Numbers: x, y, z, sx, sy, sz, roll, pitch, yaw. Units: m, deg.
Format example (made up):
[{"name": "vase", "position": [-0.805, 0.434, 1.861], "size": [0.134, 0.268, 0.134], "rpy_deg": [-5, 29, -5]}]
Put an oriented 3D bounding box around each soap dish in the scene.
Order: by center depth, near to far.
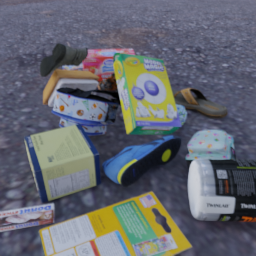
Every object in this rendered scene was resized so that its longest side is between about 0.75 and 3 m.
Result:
[{"name": "soap dish", "position": [-2.234, -1.551, 10.808], "size": [1.899, 1.494, 0.771], "rpy_deg": [-7, 57, -46]}]

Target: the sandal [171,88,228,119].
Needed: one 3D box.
[{"name": "sandal", "position": [2.798, -1.212, 11.899], "size": [2.947, 0.804, 1.204], "rpy_deg": [25, 40, 34]}]

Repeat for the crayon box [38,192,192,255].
[{"name": "crayon box", "position": [-0.309, 2.601, 6.039], "size": [2.797, 0.721, 1.758], "rpy_deg": [-14, 36, -20]}]

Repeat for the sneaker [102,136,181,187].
[{"name": "sneaker", "position": [0.474, 0.783, 8.701], "size": [2.807, 0.925, 1.101], "rpy_deg": [-24, 36, -33]}]

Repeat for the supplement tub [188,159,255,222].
[{"name": "supplement tub", "position": [2.832, 1.539, 6.950], "size": [2.475, 1.516, 1.516], "rpy_deg": [1, 33, 2]}]

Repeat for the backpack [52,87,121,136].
[{"name": "backpack", "position": [-1.606, -0.639, 9.841], "size": [2.216, 1.707, 2.111], "rpy_deg": [11, -1, 23]}]

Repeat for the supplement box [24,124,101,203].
[{"name": "supplement box", "position": [-1.923, 0.955, 8.186], "size": [1.738, 1.168, 1.739], "rpy_deg": [-15, 35, -22]}]

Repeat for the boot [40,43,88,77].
[{"name": "boot", "position": [-2.223, -2.237, 9.728], "size": [1.165, 0.604, 1.784], "rpy_deg": [-2, -18, -45]}]

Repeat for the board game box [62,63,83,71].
[{"name": "board game box", "position": [-3.030, -3.389, 15.855], "size": [1.151, 0.198, 0.779], "rpy_deg": [-19, 37, -27]}]

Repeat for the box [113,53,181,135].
[{"name": "box", "position": [0.564, -1.268, 9.191], "size": [1.752, 0.722, 2.987], "rpy_deg": [0, 64, -29]}]

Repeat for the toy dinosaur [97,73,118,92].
[{"name": "toy dinosaur", "position": [-0.094, -2.455, 13.450], "size": [2.722, 1.390, 1.847], "rpy_deg": [-44, 26, -13]}]

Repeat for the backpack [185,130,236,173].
[{"name": "backpack", "position": [2.518, 0.713, 8.495], "size": [1.386, 1.209, 1.577], "rpy_deg": [-4, 19, 28]}]

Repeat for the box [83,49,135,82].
[{"name": "box", "position": [-0.997, -3.287, 14.637], "size": [2.685, 1.338, 1.282], "rpy_deg": [-2, 33, -5]}]

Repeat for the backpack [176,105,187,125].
[{"name": "backpack", "position": [1.639, -0.511, 10.876], "size": [1.239, 0.952, 1.010], "rpy_deg": [26, 33, 7]}]

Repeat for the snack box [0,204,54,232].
[{"name": "snack box", "position": [-2.603, 2.264, 7.069], "size": [1.431, 0.174, 0.514], "rpy_deg": [-7, 33, -10]}]
